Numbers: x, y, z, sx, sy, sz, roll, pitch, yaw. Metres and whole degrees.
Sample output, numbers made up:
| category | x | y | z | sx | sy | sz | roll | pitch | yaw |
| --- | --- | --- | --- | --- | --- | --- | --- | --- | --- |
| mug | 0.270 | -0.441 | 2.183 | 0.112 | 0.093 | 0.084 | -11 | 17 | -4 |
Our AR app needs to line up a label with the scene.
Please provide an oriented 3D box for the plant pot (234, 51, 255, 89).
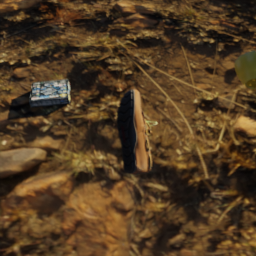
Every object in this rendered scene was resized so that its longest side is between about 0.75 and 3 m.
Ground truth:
| category | x | y | z | sx | sy | sz | roll | pitch | yaw |
| --- | --- | --- | --- | --- | --- | --- | --- | --- | --- |
| plant pot | 2.916 | -1.265 | 6.465 | 0.850 | 0.850 | 0.603 | 5 | 65 | 5 |

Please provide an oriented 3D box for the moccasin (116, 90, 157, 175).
| category | x | y | z | sx | sy | sz | roll | pitch | yaw |
| --- | --- | --- | --- | --- | --- | --- | --- | --- | --- |
| moccasin | 0.259 | 0.093 | 7.508 | 0.875 | 0.829 | 2.266 | 0 | 74 | -38 |

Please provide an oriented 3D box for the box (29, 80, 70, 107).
| category | x | y | z | sx | sy | sz | roll | pitch | yaw |
| --- | --- | --- | --- | --- | --- | --- | --- | --- | --- |
| box | -3.221 | -1.449 | 11.600 | 1.560 | 0.359 | 1.240 | -7 | 46 | -7 |
